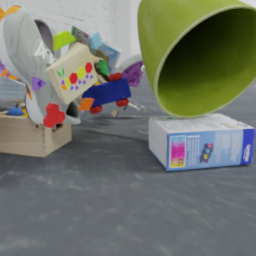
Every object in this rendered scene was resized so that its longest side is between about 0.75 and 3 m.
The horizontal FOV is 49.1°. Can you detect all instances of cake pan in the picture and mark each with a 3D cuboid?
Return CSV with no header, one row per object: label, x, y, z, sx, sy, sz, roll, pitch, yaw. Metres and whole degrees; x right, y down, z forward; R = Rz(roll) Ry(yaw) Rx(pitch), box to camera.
cake pan,-2.794,-2.466,8.962,1.895,1.895,0.347,12,14,37

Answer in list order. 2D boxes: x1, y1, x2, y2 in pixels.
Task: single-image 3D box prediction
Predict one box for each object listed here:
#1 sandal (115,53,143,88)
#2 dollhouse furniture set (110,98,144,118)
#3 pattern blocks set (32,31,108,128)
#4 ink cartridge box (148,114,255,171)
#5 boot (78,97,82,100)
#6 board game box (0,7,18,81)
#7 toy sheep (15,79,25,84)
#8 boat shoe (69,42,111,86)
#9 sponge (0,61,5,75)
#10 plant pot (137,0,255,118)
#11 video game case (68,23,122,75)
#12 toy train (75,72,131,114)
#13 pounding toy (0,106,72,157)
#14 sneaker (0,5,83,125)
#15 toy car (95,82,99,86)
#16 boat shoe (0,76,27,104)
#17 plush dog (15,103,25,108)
sandal,0.078,-1.582,8.976,1.086,0.656,2.668,-23,-5,-2
dollhouse furniture set,0.034,-0.603,9.437,0.955,1.067,1.346,26,11,-8
pattern blocks set,-0.946,-0.912,4.827,0.136,1.476,1.679,16,37,33
ink cartridge box,1.688,0.235,6.208,2.208,0.843,1.506,-4,15,-9
boot,-2.314,-1.638,13.405,2.113,0.769,1.642,3,15,-4
board game box,-4.932,-2.150,7.885,2.879,2.880,2.882,-46,29,-25
toy sheep,-3.909,-1.988,10.981,1.176,1.706,1.176,-36,17,13
boat shoe,-1.059,-1.966,8.948,0.798,2.226,0.848,-28,-11,-43
sponge,-2.941,-0.659,5.000,1.603,0.428,2.873,-14,43,38
plant pot,1.229,-2.041,6.295,2.531,2.531,2.705,-6,47,-22
video game case,-1.272,-2.464,9.817,1.792,1.968,0.217,29,57,-2
toy train,-0.853,-0.787,6.730,1.810,0.766,1.047,-15,14,3
pounding toy,-2.648,-0.137,7.282,2.211,1.011,1.942,5,16,16
sneaker,-1.402,-0.994,5.090,1.146,2.491,0.943,9,53,12
toy car,-1.362,-1.244,7.577,0.717,0.487,1.462,-28,61,-24
boat shoe,-2.920,-0.870,7.321,1.760,0.647,0.588,10,-20,-28
plush dog,-3.185,-0.574,8.982,1.040,0.835,0.893,22,-25,-9
